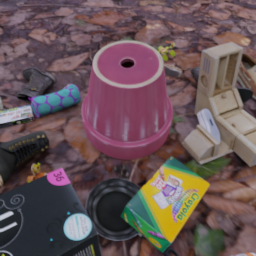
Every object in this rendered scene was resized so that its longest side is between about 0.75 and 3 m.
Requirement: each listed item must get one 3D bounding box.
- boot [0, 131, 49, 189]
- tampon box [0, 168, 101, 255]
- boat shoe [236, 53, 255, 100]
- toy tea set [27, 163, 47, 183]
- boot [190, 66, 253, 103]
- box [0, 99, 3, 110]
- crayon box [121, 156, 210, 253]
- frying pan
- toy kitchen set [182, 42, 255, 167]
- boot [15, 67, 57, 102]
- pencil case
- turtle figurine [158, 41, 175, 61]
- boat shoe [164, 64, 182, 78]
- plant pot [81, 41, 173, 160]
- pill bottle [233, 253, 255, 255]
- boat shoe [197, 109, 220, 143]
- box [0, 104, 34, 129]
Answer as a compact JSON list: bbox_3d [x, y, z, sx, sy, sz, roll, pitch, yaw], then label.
[{"bbox_3d":[-2.952,0.638,7.653,1.972,1.104,2.851,-20,19,-24],"label":"boot"},{"bbox_3d":[-2.134,2.490,6.064,2.580,1.629,1.934,-24,50,-22],"label":"tampon box"},{"bbox_3d":[5.006,-1.973,10.958,1.059,1.004,2.795,-17,47,-15],"label":"boat shoe"},{"bbox_3d":[-2.497,1.543,7.704,0.415,0.666,1.121,0,45,8],"label":"toy tea set"},{"bbox_3d":[3.608,-1.852,11.014,2.254,0.780,1.962,4,46,8],"label":"boot"},{"bbox_3d":[-5.153,-0.809,10.283,0.976,0.334,0.401,-17,48,-17],"label":"box"},{"bbox_3d":[0.989,1.826,7.083,1.287,0.631,2.167,37,47,16],"label":"crayon box"},{"bbox_3d":[0.225,2.250,7.139,2.687,0.437,1.625,20,53,3],"label":"frying pan"},{"bbox_3d":[2.881,-0.561,8.399,2.349,2.598,2.880,-19,43,-16],"label":"toy kitchen set"},{"bbox_3d":[-3.813,-1.646,10.877,1.762,0.610,1.534,15,48,22],"label":"boot"},{"bbox_3d":[-2.625,-0.999,10.147,1.719,0.732,0.795,-23,88,-22],"label":"pencil case"},{"bbox_3d":[1.572,-3.441,12.810,1.475,0.475,1.190,-18,37,-5],"label":"turtle figurine"},{"bbox_3d":[1.775,-2.484,11.938,1.127,0.427,0.405,28,47,14],"label":"boat shoe"},{"bbox_3d":[-0.023,-0.955,8.497,2.992,2.678,2.992,0,55,-1],"label":"plant pot"},{"bbox_3d":[1.771,3.244,5.638,2.027,1.111,1.111,-5,45,-6],"label":"pill bottle"},{"bbox_3d":[2.579,0.024,9.022,0.459,0.408,1.248,-2,71,-32],"label":"boat shoe"},{"bbox_3d":[-4.076,-0.402,9.946,1.322,0.230,0.728,-14,47,-14],"label":"box"}]
